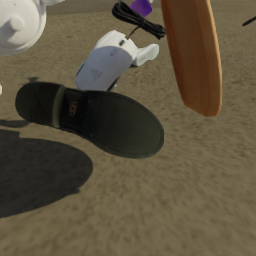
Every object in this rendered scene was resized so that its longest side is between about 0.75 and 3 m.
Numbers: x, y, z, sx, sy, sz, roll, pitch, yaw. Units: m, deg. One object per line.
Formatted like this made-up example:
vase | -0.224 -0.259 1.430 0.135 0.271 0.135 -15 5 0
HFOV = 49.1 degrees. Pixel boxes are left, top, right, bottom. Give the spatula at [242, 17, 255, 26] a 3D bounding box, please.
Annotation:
spatula | 3.712 -3.197 7.809 0.313 1.109 0.114 18 48 -47

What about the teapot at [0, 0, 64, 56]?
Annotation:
teapot | -3.233 -3.068 7.421 2.731 2.767 2.021 4 27 -48

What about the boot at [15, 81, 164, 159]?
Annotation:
boot | -0.501 -0.147 4.237 2.077 0.719 1.809 19 -1 3

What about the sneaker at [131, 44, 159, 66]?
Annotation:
sneaker | 0.699 -3.450 12.896 0.690 0.712 1.950 26 42 28

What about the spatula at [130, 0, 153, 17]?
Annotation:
spatula | 0.994 -4.614 9.674 2.297 0.649 0.236 -43 31 -3

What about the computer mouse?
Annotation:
computer mouse | -0.245 -1.862 6.787 1.480 0.592 2.699 35 72 -7

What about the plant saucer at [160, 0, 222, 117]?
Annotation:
plant saucer | 1.081 -1.584 5.254 0.544 2.908 2.908 -14 32 8
